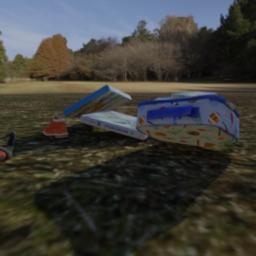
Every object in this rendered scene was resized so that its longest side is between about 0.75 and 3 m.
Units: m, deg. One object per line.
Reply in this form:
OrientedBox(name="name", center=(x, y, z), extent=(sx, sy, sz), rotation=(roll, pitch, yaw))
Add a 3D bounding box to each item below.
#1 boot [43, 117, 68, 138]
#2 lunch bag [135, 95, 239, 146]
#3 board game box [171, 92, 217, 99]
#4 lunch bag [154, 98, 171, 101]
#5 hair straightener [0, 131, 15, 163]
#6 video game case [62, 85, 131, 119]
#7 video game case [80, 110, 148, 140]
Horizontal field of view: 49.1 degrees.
OrientedBox(name="boot", center=(-2.071, -0.039, 7.913), extent=(1.063, 0.570, 0.399), rotation=(2, 13, 44))
OrientedBox(name="lunch bag", center=(1.313, -0.160, 6.168), extent=(2.144, 0.810, 1.718), rotation=(-4, -19, 39))
OrientedBox(name="board game box", center=(2.404, -1.131, 10.184), extent=(1.408, 0.241, 0.946), rotation=(-10, 15, -36))
OrientedBox(name="lunch bag", center=(1.837, -0.685, 10.823), extent=(1.772, 0.909, 2.205), rotation=(1, 11, -2))
OrientedBox(name="hair straightener", center=(-2.695, 0.283, 4.333), extent=(1.123, 0.597, 2.917), rotation=(36, 13, 0))
OrientedBox(name="video game case", center=(-0.990, -0.807, 9.891), extent=(1.749, 0.218, 2.444), rotation=(-28, -9, 14))
OrientedBox(name="video game case", center=(-0.153, -0.152, 8.417), extent=(1.880, 0.227, 2.063), rotation=(15, 12, 14))
